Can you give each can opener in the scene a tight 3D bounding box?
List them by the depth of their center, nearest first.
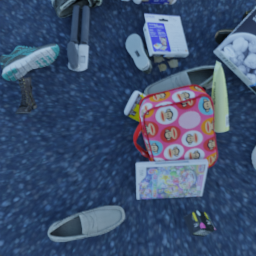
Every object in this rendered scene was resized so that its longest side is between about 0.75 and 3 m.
[{"bbox_3d":[-1.756,-3.268,9.977,0.679,0.852,2.547,2,81,-2],"label":"can opener"}]

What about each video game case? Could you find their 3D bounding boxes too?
[{"bbox_3d":[1.291,1.603,8.552,2.093,1.499,0.189,-3,37,-1],"label":"video game case"}]

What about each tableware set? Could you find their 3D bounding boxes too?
[{"bbox_3d":[1.378,-2.438,10.248,0.843,0.098,0.704,-18,76,-4],"label":"tableware set"}]

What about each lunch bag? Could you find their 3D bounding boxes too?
[{"bbox_3d":[1.334,0.214,8.308,2.362,2.682,1.099,-14,32,0],"label":"lunch bag"}]

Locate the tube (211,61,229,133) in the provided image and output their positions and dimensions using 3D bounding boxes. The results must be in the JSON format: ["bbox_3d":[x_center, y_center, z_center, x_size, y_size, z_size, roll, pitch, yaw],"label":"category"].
[{"bbox_3d":[2.936,-0.995,9.071,0.583,0.652,2.246,-16,110,-30],"label":"tube"}]

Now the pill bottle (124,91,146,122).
[{"bbox_3d":[0.740,-0.489,9.153,1.595,0.872,0.872,26,76,-6],"label":"pill bottle"}]

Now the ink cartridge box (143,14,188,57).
[{"bbox_3d":[1.329,-3.291,10.046,1.527,0.334,1.541,-5,79,-24],"label":"ink cartridge box"}]

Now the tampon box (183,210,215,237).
[{"bbox_3d":[2.101,2.825,8.256,0.475,0.752,0.564,-40,47,23],"label":"tampon box"}]

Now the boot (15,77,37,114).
[{"bbox_3d":[-3.391,-1.074,9.081,0.447,1.292,1.124,-4,109,4],"label":"boot"}]

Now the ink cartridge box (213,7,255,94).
[{"bbox_3d":[4.833,-2.665,9.405,2.763,0.605,2.789,43,92,-4],"label":"ink cartridge box"}]

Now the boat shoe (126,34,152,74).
[{"bbox_3d":[0.386,-2.627,10.039,0.605,0.545,1.712,-26,60,16],"label":"boat shoe"}]

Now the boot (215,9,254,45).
[{"bbox_3d":[4.147,-3.732,10.311,2.133,0.826,1.475,2,70,-13],"label":"boot"}]

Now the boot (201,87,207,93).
[{"bbox_3d":[1.883,-0.470,9.024,1.638,1.363,0.593,-39,59,-15],"label":"boot"}]

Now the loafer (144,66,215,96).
[{"bbox_3d":[1.834,-1.532,9.536,2.684,0.936,0.938,-20,73,-7],"label":"loafer"}]

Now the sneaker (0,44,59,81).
[{"bbox_3d":[-3.555,-2.576,9.932,2.197,0.852,1.002,-26,73,-8],"label":"sneaker"}]

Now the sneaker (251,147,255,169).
[{"bbox_3d":[4.502,0.680,9.101,0.603,0.635,1.578,19,74,3],"label":"sneaker"}]

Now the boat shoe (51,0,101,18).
[{"bbox_3d":[-1.396,-4.976,10.496,2.948,1.042,0.939,-24,75,2],"label":"boat shoe"}]

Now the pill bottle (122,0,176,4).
[{"bbox_3d":[0.740,-5.060,10.053,1.980,1.146,1.146,-5,75,-12],"label":"pill bottle"}]

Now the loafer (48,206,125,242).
[{"bbox_3d":[-1.236,2.919,8.432,2.342,0.817,0.819,-18,76,-5],"label":"loafer"}]
